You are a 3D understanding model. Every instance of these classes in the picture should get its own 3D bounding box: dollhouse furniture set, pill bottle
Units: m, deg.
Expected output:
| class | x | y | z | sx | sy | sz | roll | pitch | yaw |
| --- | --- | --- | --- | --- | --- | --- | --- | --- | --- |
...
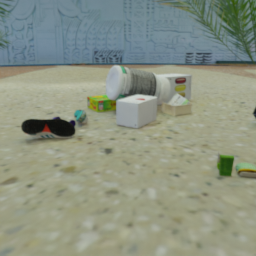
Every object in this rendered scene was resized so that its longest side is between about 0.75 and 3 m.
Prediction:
| class | x | y | z | sx | sy | sz | roll | pitch | yaw |
| --- | --- | --- | --- | --- | --- | --- | --- | --- | --- |
| dollhouse furniture set | 2.663 | 0.839 | 6.724 | 0.959 | 0.481 | 0.628 | 4 | 17 | 12 |
| pill bottle | 0.470 | -1.875 | 12.829 | 2.705 | 1.530 | 1.530 | 5 | 13 | -27 |

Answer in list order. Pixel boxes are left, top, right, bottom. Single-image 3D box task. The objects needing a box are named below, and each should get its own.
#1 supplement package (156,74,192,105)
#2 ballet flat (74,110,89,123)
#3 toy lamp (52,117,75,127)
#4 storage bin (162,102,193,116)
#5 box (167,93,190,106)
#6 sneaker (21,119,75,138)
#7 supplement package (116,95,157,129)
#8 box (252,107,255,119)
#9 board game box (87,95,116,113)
| class | x | y | z | sx | sy | sz | roll | pitch | yaw |
| --- | --- | --- | --- | --- | --- | --- | --- | --- | --- |
| supplement package | 2.124 | -2.170 | 15.207 | 2.513 | 1.429 | 1.376 | -13 | 20 | -37 |
| ballet flat | -1.785 | -0.433 | 10.979 | 0.537 | 0.537 | 1.447 | -4 | 14 | -15 |
| toy lamp | -2.432 | -0.229 | 10.429 | 1.129 | 0.329 | 0.329 | 9 | 18 | 37 |
| storage bin | 2.196 | -0.910 | 12.662 | 1.014 | 0.475 | 1.007 | -9 | 19 | -28 |
| box | 2.284 | -1.119 | 12.709 | 0.165 | 0.655 | 0.907 | 40 | 4 | -41 |
| sneaker | -2.633 | 0.032 | 9.242 | 1.711 | 0.602 | 0.800 | 3 | -8 | -22 |
| supplement package | 0.359 | -0.681 | 10.960 | 0.980 | 0.968 | 1.616 | 11 | 19 | 29 |
| box | 5.209 | -0.623 | 10.611 | 0.486 | 0.788 | 0.782 | 21 | -12 | 48 |
| board game box | -0.684 | -1.277 | 13.738 | 2.369 | 0.564 | 1.203 | -9 | 19 | -29 |
